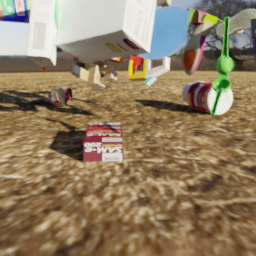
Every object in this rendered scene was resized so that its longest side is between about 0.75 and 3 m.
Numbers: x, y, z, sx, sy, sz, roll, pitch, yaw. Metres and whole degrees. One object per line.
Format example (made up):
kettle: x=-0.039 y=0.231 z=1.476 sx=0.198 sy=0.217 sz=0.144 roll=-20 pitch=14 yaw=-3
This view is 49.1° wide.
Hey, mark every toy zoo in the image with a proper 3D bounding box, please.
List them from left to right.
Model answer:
toy zoo: x=0.792 y=-2.778 z=10.530 sx=1.709 sy=2.605 sz=0.267 roll=-8 pitch=-23 yaw=38

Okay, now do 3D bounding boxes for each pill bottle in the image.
pill bottle: x=3.462 y=-1.424 z=12.705 sx=1.314 sy=1.314 sz=2.326 roll=-5 pitch=15 yaw=-20

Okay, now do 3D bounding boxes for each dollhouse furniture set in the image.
dollhouse furniture set: x=-0.349 y=-2.855 z=8.618 sx=2.977 sy=2.539 sz=1.453 roll=-12 pitch=-27 yaw=42
dollhouse furniture set: x=2.760 y=-3.286 z=9.310 sx=1.936 sy=0.747 sz=0.967 roll=16 pitch=24 yaw=-6

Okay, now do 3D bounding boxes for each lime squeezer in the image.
lime squeezer: x=1.885 y=-1.166 z=5.742 sx=0.381 sy=2.018 sz=0.713 roll=4 pitch=-10 yaw=42

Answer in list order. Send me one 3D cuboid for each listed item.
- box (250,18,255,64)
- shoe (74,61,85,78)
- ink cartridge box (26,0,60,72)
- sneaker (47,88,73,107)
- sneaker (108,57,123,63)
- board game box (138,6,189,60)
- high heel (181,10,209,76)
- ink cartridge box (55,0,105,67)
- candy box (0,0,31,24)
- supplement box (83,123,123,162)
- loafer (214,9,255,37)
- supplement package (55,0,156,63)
box: x=3.235 y=-2.021 z=6.751 sx=0.413 sy=1.047 sz=0.739 roll=-7 pitch=48 yaw=23
shoe: x=-2.458 y=-3.335 z=14.276 sx=0.568 sy=1.624 sz=0.433 roll=2 pitch=30 yaw=-20
ink cartridge box: x=-2.185 y=-2.773 z=7.857 sx=0.667 sy=2.143 sz=2.663 roll=5 pitch=2 yaw=-6
sneaker: x=-3.666 y=-1.509 z=14.311 sx=1.108 sy=0.941 sz=2.554 roll=-9 pitch=7 yaw=7
sneaker: x=-1.013 y=-3.488 z=12.017 sx=2.392 sy=0.923 sz=0.873 roll=40 pitch=17 yaw=34
board game box: x=1.037 y=-2.681 z=8.152 sx=1.481 sy=1.875 sz=0.365 roll=-2 pitch=-24 yaw=25
high heel: x=2.737 y=-3.191 z=10.728 sx=0.813 sy=2.413 sz=1.160 roll=20 pitch=17 yaw=40
ink cartridge box: x=-2.016 y=-3.492 z=10.261 sx=2.729 sy=1.988 sz=1.157 roll=7 pitch=15 yaw=-28
candy box: x=-3.747 y=-3.956 z=8.692 sx=1.483 sy=1.254 sz=0.571 roll=-2 pitch=31 yaw=-16
supplement box: x=-0.644 y=0.333 z=7.459 sx=0.988 sy=0.553 sz=1.816 roll=-1 pitch=16 yaw=-4
loafer: x=3.271 y=-3.177 z=8.533 sx=1.412 sy=0.531 sz=0.492 roll=-20 pitch=10 yaw=5
supplement package: x=-0.564 y=-2.758 z=7.130 sx=2.148 sy=1.673 sz=1.191 roll=0 pitch=-13 yaw=35
